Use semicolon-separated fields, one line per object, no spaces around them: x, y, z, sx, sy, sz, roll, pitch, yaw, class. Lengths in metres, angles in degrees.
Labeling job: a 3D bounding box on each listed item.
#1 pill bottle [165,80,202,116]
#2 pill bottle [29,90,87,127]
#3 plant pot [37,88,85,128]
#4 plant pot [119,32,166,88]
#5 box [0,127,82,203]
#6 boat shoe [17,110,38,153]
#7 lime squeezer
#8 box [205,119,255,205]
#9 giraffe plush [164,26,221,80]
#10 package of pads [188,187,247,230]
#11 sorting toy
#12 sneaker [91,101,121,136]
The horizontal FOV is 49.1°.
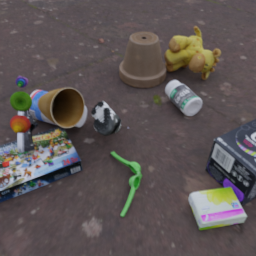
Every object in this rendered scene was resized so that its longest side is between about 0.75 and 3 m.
2.227;-1.247;11.476;0.875;0.875;1.548;-19;46;-20;pill bottle
-2.668;-0.680;10.660;2.063;1.158;1.158;15;45;15;pill bottle
-2.288;-0.715;8.979;1.331;1.240;1.240;13;41;42;plant pot
0.699;-3.212;12.812;2.238;1.952;2.238;1;44;-1;plant pot
-3.170;1.095;9.206;2.805;0.529;1.916;-20;47;-20;box
-3.261;-0.059;9.155;0.607;0.640;1.832;-2;59;-14;boat shoe
0.008;1.552;8.789;0.871;0.465;2.467;-6;44;-7;lime squeezer
4.105;0.841;8.780;2.779;1.474;1.699;-23;48;-23;box
3.109;-3.223;12.965;2.372;2.047;1.924;-34;63;-9;giraffe plush
2.506;2.263;8.005;1.340;0.457;1.035;-7;43;-8;package of pads
-2.986;-0.533;7.682;0.589;1.698;0.585;7;21;-12;sorting toy
-0.624;-0.180;9.639;0.803;1.094;2.417;-45;22;5;sneaker
